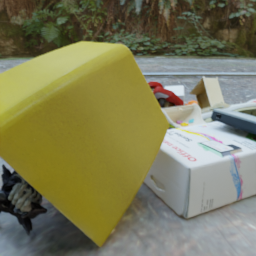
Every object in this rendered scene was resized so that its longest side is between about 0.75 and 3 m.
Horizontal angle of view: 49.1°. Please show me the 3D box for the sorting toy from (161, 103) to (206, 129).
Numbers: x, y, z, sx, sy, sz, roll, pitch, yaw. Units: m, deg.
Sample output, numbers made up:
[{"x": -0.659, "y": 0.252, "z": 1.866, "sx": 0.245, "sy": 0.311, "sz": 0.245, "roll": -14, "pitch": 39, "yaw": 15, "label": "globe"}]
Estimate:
[{"x": 1.804, "y": -0.176, "z": 8.792, "sx": 1.379, "sy": 0.737, "sz": 1.242, "roll": -9, "pitch": 29, "yaw": -22, "label": "sorting toy"}]

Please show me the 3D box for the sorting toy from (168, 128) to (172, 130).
[{"x": 0.850, "y": 0.081, "z": 9.754, "sx": 2.369, "sy": 0.317, "sz": 1.765, "roll": 11, "pitch": 1, "yaw": 31, "label": "sorting toy"}]

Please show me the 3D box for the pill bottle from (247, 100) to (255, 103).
[{"x": 4.940, "y": -0.181, "z": 9.961, "sx": 1.039, "sy": 1.039, "sz": 1.865, "roll": -6, "pitch": 32, "yaw": -16, "label": "pill bottle"}]

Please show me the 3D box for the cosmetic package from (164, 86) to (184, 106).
[{"x": 1.954, "y": -0.992, "z": 11.999, "sx": 0.907, "sy": 1.291, "sz": 2.546, "roll": 0, "pitch": 16, "yaw": 11, "label": "cosmetic package"}]

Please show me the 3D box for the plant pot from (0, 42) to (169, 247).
[{"x": -0.979, "y": -0.120, "z": 5.590, "sx": 2.600, "sy": 2.947, "sz": 2.948, "roll": -42, "pitch": 34, "yaw": -14, "label": "plant pot"}]

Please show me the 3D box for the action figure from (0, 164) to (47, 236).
[{"x": -1.708, "y": 0.826, "z": 5.158, "sx": 2.718, "sy": 1.387, "sz": 1.616, "roll": -35, "pitch": 60, "yaw": 2, "label": "action figure"}]

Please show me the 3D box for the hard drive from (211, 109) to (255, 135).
[{"x": 3.327, "y": -0.030, "z": 7.034, "sx": 1.417, "sy": 0.334, "sz": 2.030, "roll": 2, "pitch": 16, "yaw": -44, "label": "hard drive"}]

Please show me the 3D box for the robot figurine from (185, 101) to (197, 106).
[{"x": 3.112, "y": -0.848, "z": 12.672, "sx": 0.822, "sy": 0.666, "sz": 1.143, "roll": 12, "pitch": 12, "yaw": -42, "label": "robot figurine"}]

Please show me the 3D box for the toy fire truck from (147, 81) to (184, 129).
[{"x": 1.196, "y": -0.650, "z": 9.981, "sx": 1.662, "sy": 1.979, "sz": 1.110, "roll": 17, "pitch": 55, "yaw": -10, "label": "toy fire truck"}]

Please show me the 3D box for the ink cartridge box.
[{"x": 1.962, "y": 0.812, "z": 6.937, "sx": 2.903, "sy": 1.219, "sz": 2.102, "roll": -9, "pitch": 21, "yaw": -25, "label": "ink cartridge box"}]

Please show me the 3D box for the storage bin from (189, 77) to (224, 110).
[{"x": 3.093, "y": -1.046, "z": 11.089, "sx": 0.666, "sy": 1.420, "sz": 1.410, "roll": -3, "pitch": -22, "yaw": -16, "label": "storage bin"}]

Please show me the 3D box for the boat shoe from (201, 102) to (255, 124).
[{"x": 3.245, "y": -0.468, "z": 9.726, "sx": 2.620, "sy": 0.979, "sz": 0.896, "roll": -14, "pitch": 49, "yaw": 4, "label": "boat shoe"}]
